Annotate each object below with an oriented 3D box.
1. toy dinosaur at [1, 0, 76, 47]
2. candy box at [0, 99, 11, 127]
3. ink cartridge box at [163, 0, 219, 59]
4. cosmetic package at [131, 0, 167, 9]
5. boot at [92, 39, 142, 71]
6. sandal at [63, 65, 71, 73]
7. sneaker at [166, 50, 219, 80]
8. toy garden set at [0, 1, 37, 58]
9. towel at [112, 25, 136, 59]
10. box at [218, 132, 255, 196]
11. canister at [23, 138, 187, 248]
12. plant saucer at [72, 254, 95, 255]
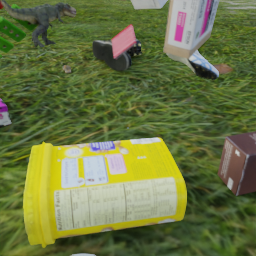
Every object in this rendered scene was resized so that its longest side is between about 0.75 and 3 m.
[{"bbox_3d":[-2.543,-3.046,8.224,0.663,1.231,2.794,9,24,24],"label":"toy dinosaur"},{"bbox_3d":[-4.933,-0.608,8.915,1.568,0.701,2.299,-22,38,-31],"label":"candy box"},{"bbox_3d":[1.638,-2.958,6.871,0.748,1.992,1.641,24,47,21],"label":"ink cartridge box"},{"bbox_3d":[0.858,-4.838,9.832,1.192,0.732,1.188,19,65,38],"label":"cosmetic package"},{"bbox_3d":[-0.133,-3.748,13.696,2.303,1.100,3.049,-17,35,-29],"label":"boot"},{"bbox_3d":[-2.796,-2.744,12.863,0.347,0.233,0.863,-10,33,-16],"label":"sandal"},{"bbox_3d":[2.060,-2.176,8.736,1.917,0.689,0.695,40,83,22],"label":"sneaker"},{"bbox_3d":[-3.951,-2.962,8.126,2.020,1.684,0.403,-33,64,15],"label":"toy garden set"},{"bbox_3d":[-0.178,-3.455,11.201,1.093,0.170,1.512,-32,41,24],"label":"towel"},{"bbox_3d":[3.320,0.683,6.419,2.269,1.136,0.850,-9,32,-16],"label":"box"},{"bbox_3d":[-0.475,1.115,5.652,2.796,1.210,2.077,-5,32,-10],"label":"canister"},{"bbox_3d":[-0.746,2.485,4.280,1.096,0.275,1.096,1,31,0],"label":"plant saucer"}]
